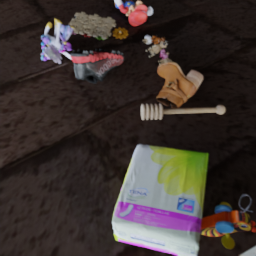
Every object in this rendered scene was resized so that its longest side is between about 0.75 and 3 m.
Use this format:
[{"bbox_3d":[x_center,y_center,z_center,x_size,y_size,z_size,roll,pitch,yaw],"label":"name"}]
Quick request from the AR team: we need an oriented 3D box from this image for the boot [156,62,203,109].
[{"bbox_3d":[1.561,-1.563,10.527,2.102,0.806,1.632,29,70,34],"label":"boot"}]

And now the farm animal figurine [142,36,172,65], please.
[{"bbox_3d":[1.348,-3.308,11.894,0.723,1.386,1.370,-33,27,-19],"label":"farm animal figurine"}]

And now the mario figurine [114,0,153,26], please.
[{"bbox_3d":[0.273,-6.192,14.184,1.526,1.310,2.472,-30,49,-5],"label":"mario figurine"}]

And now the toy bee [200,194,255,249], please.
[{"bbox_3d":[2.479,2.288,6.589,0.933,1.716,1.123,30,65,-14],"label":"toy bee"}]

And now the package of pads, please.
[{"bbox_3d":[0.868,1.722,7.220,2.094,0.924,2.710,8,46,16],"label":"package of pads"}]

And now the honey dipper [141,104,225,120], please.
[{"bbox_3d":[1.932,-0.603,9.681,2.970,0.564,0.564,-3,48,-5],"label":"honey dipper"}]

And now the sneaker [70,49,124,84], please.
[{"bbox_3d":[-1.157,-2.452,11.118,0.934,1.291,2.643,16,24,35],"label":"sneaker"}]

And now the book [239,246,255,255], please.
[{"bbox_3d":[2.790,3.279,5.390,2.643,0.635,1.766,-25,84,-10],"label":"book"}]

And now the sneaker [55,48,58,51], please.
[{"bbox_3d":[-3.432,-3.661,12.544,0.657,0.427,1.137,-27,54,-19],"label":"sneaker"}]

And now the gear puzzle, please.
[{"bbox_3d":[-1.384,-4.761,13.478,2.938,0.385,1.522,14,60,9],"label":"gear puzzle"}]

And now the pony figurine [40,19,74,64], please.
[{"bbox_3d":[-2.888,-3.404,11.550,1.757,1.820,1.516,32,20,27],"label":"pony figurine"}]
